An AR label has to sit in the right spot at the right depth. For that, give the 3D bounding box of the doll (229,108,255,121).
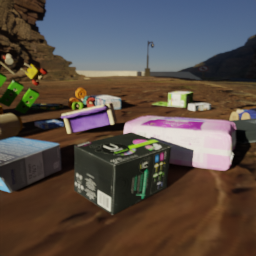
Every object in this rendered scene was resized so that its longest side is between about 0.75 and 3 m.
[{"bbox_3d":[5.019,-0.507,11.141,2.339,0.567,1.596,-9,13,-36],"label":"doll"}]

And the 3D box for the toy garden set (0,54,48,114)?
[{"bbox_3d":[-5.078,-2.124,11.950,2.773,2.312,0.553,29,22,-38],"label":"toy garden set"}]

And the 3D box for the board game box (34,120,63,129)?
[{"bbox_3d":[-2.921,-0.136,10.345,0.778,0.169,0.775,-10,15,-41],"label":"board game box"}]

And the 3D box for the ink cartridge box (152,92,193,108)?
[{"bbox_3d":[2.572,-1.697,16.256,2.024,0.767,1.496,7,14,27],"label":"ink cartridge box"}]

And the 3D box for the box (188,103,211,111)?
[{"bbox_3d":[3.674,-1.076,14.444,1.015,0.305,0.592,-5,13,-22],"label":"box"}]

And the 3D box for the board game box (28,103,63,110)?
[{"bbox_3d":[-4.650,-1.135,14.937,2.090,0.245,1.095,2,14,8],"label":"board game box"}]

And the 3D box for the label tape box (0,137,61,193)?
[{"bbox_3d":[-2.432,0.718,5.283,1.372,0.633,1.914,6,15,28],"label":"label tape box"}]

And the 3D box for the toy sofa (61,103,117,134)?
[{"bbox_3d":[-1.210,-0.280,8.640,1.586,0.657,0.774,-12,7,16],"label":"toy sofa"}]

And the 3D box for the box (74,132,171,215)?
[{"bbox_3d":[-0.083,0.678,4.742,1.004,0.840,1.352,18,22,41],"label":"box"}]

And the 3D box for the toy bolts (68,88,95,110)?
[{"bbox_3d":[-2.491,-1.580,14.795,1.318,1.259,0.914,-1,24,-40],"label":"toy bolts"}]

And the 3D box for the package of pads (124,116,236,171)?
[{"bbox_3d":[1.230,0.278,6.579,2.422,0.916,1.459,5,12,23],"label":"package of pads"}]

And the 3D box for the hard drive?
[{"bbox_3d":[4.082,0.034,8.997,2.373,0.390,1.656,-4,13,-20],"label":"hard drive"}]

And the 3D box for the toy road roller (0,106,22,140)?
[{"bbox_3d":[-4.449,-0.470,8.682,2.063,1.506,1.268,5,13,23],"label":"toy road roller"}]

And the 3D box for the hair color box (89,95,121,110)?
[{"bbox_3d":[-1.285,-1.388,15.178,0.998,0.604,1.995,-6,14,-28],"label":"hair color box"}]
